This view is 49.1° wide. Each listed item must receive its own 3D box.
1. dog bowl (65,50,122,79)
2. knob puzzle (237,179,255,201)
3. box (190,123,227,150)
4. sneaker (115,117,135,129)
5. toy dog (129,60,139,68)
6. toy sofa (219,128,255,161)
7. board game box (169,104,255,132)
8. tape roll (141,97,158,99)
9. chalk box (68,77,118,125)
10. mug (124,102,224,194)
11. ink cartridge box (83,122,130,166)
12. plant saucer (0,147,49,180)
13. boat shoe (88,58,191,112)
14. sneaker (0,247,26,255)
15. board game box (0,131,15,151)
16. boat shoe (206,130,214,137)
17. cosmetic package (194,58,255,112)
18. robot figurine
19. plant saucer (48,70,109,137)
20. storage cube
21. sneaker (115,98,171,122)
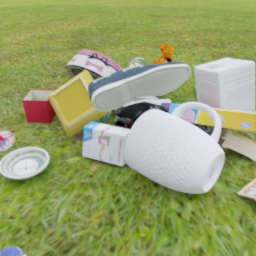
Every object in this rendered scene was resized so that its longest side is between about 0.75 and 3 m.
[{"bbox_3d":[-1.402,-2.492,12.833,2.789,2.789,1.028,19,79,26],"label":"dog bowl"},{"bbox_3d":[4.156,1.838,8.422,1.409,0.195,1.409,-11,12,2],"label":"knob puzzle"},{"bbox_3d":[2.803,0.312,11.130,2.447,0.507,1.457,0,33,-4],"label":"box"},{"bbox_3d":[0.051,-0.156,11.929,1.341,0.515,0.562,9,51,20],"label":"sneaker"},{"bbox_3d":[0.452,-2.230,13.623,1.062,1.521,1.475,27,67,19],"label":"toy dog"},{"bbox_3d":[4.128,0.557,10.306,1.542,0.752,0.639,23,10,0],"label":"toy sofa"},{"bbox_3d":[3.286,-0.431,10.403,2.936,0.592,2.246,10,9,30],"label":"board game box"},{"bbox_3d":[0.883,-0.977,13.038,1.810,0.331,1.810,6,33,-4],"label":"tape roll"},{"bbox_3d":[-1.524,-1.189,12.446,2.479,1.536,1.547,6,35,9],"label":"chalk box"},{"bbox_3d":[1.708,0.513,8.780,2.553,2.149,2.912,26,81,34],"label":"mug"},{"bbox_3d":[-0.747,0.560,10.010,1.625,1.174,0.688,11,21,17],"label":"ink cartridge box"},{"bbox_3d":[-3.538,1.299,9.661,1.648,0.414,1.648,0,34,0],"label":"plant saucer"},{"bbox_3d":[0.287,-1.273,7.611,2.814,1.053,0.870,-22,50,-2],"label":"boat shoe"},{"bbox_3d":[-2.474,3.232,6.164,0.704,1.007,1.744,-15,36,-24],"label":"sneaker"},{"bbox_3d":[-5.453,0.449,11.021,1.821,0.355,1.439,-10,35,-16],"label":"board game box"},{"bbox_3d":[2.332,0.422,10.014,1.674,0.543,0.613,-25,-4,3],"label":"boat shoe"},{"bbox_3d":[4.189,-1.716,12.227,1.804,2.169,1.815,-18,24,-14],"label":"cosmetic package"},{"bbox_3d":[1.590,-2.654,13.555,0.753,2.588,1.876,22,60,10],"label":"robot figurine"},{"bbox_3d":[-2.041,-0.985,10.909,2.010,2.011,0.487,-32,-11,9],"label":"plant saucer"},{"bbox_3d":[-3.900,-0.972,12.475,1.272,1.144,1.087,2,33,4],"label":"storage cube"},{"bbox_3d":[0.846,-0.464,11.231,2.815,1.066,1.232,-7,74,-36],"label":"sneaker"}]
